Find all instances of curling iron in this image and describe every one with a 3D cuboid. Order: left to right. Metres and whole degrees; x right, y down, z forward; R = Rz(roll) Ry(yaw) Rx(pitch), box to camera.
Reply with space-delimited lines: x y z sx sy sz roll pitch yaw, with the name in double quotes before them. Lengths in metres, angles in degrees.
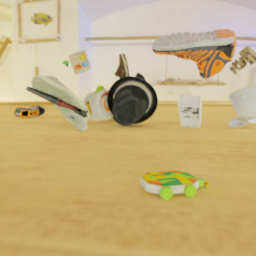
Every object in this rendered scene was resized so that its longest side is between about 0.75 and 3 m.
"curling iron" -1.551 -0.600 6.343 1.524 0.195 0.378 26 -10 -24

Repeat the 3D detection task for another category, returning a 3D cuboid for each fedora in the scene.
"fedora" 0.049 -0.747 9.822 2.039 2.039 0.931 2 39 17

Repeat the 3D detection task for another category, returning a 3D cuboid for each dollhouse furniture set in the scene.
"dollhouse furniture set" 3.465 -1.920 8.154 0.525 0.791 0.693 39 -33 -10

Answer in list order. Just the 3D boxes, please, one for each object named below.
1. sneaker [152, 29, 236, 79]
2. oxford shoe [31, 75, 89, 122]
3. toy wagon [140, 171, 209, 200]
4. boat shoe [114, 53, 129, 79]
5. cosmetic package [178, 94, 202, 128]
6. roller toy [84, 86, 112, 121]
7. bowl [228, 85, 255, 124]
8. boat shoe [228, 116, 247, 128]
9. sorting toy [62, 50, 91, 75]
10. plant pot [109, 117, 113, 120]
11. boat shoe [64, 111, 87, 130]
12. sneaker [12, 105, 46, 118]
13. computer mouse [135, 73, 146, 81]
"sneaker" 1.873 -2.020 8.090 2.324 1.302 0.902 0 45 12
"oxford shoe" -2.487 -1.197 10.753 2.787 1.048 0.805 35 27 16
"toy wagon" 0.593 0.670 3.470 0.857 0.170 0.665 -2 7 -13
"boat shoe" -0.237 -1.971 10.082 0.538 1.454 0.537 -12 42 0
"cosmetic package" 2.004 -0.497 9.038 0.683 0.419 1.655 8 -20 18
"roller toy" -1.144 -0.893 11.288 0.930 1.331 1.214 -3 -32 38
"bowl" 4.339 -0.677 9.024 2.046 0.920 2.046 0 -11 0
"boat shoe" 3.754 -0.241 9.724 0.911 0.323 0.318 -9 48 -29
"sorting toy" -1.477 -1.824 7.988 0.793 0.586 0.117 -27 27 -23
"plant pot" -0.394 -0.680 12.199 0.818 0.861 0.861 11 8 7
"boat shoe" -1.627 -0.225 9.098 1.030 0.359 0.367 33 5 31
"sneaker" -4.714 -0.728 13.566 1.579 0.618 0.610 -12 24 -40
"computer mouse" 0.423 -1.472 10.552 0.333 1.016 1.447 15 19 -15
